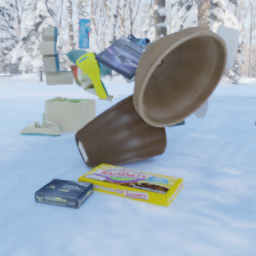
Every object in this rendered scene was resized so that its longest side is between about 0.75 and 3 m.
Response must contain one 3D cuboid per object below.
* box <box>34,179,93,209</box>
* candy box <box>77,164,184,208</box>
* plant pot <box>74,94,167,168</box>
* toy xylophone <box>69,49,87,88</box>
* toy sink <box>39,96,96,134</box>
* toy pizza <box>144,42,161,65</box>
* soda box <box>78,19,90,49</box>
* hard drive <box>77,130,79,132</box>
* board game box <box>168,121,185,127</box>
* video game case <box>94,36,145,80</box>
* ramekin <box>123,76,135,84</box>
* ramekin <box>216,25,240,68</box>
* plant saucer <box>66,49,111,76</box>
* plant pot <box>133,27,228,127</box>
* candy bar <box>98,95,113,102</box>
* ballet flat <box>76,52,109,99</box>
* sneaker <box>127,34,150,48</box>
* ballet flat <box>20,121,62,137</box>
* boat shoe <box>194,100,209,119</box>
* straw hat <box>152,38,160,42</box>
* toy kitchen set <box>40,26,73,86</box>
[{"bbox_3d":[-1.520,1.559,6.736,1.124,0.287,0.887,3,14,17],"label":"box"},{"bbox_3d":[0.064,1.424,7.279,2.498,0.330,1.277,6,11,26],"label":"candy box"},{"bbox_3d":[-0.382,0.296,8.992,2.415,2.258,2.258,-23,20,-19],"label":"plant pot"},{"bbox_3d":[-2.410,-3.078,14.401,0.537,1.566,2.138,16,-18,11],"label":"toy xylophone"},{"bbox_3d":[-3.216,-0.718,14.129,2.838,1.590,1.850,2,12,8],"label":"toy sink"},{"bbox_3d":[1.015,-2.305,10.560,0.287,1.812,1.812,15,19,41],"label":"toy pizza"},{"bbox_3d":[-1.431,-3.041,9.089,0.316,0.932,0.299,-4,19,-26],"label":"soda box"},{"bbox_3d":[-1.506,0.385,12.090,1.299,0.306,1.861,-3,13,-12],"label":"hard drive"},{"bbox_3d":[2.059,-0.366,15.677,1.254,0.261,1.855,-10,16,-39],"label":"board game box"},{"bbox_3d":[-0.067,-2.137,8.370,1.202,0.160,1.682,32,47,6],"label":"video game case"},{"bbox_3d":[0.200,-2.680,13.565,1.041,0.546,1.041,-31,-14,-9],"label":"ramekin"},{"bbox_3d":[3.559,-2.932,10.266,0.807,1.538,1.538,12,15,16],"label":"ramekin"},{"bbox_3d":[-1.702,-2.924,12.429,2.098,0.288,2.098,19,-10,3],"label":"plant saucer"},{"bbox_3d":[1.161,-1.503,7.579,2.835,2.835,1.309,-9,44,-36],"label":"plant pot"},{"bbox_3d":[-1.148,-1.504,13.926,0.160,0.359,1.441,17,-1,-36],"label":"candy bar"},{"bbox_3d":[-1.510,-1.998,11.571,0.997,0.994,2.975,-26,-22,-8],"label":"ballet flat"},{"bbox_3d":[0.223,-3.309,10.953,0.609,0.699,1.554,-47,27,-23],"label":"sneaker"},{"bbox_3d":[-4.063,-0.008,13.029,2.107,0.732,0.732,2,12,11],"label":"ballet flat"},{"bbox_3d":[2.691,-1.193,10.669,0.588,1.715,0.485,-3,-1,-2],"label":"boat shoe"},{"bbox_3d":[1.811,-3.697,13.212,1.618,1.618,0.685,-9,-10,-36],"label":"straw hat"},{"bbox_3d":[-2.371,-2.417,9.458,0.906,1.538,1.232,-3,49,-8],"label":"toy kitchen set"}]
